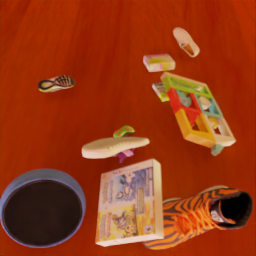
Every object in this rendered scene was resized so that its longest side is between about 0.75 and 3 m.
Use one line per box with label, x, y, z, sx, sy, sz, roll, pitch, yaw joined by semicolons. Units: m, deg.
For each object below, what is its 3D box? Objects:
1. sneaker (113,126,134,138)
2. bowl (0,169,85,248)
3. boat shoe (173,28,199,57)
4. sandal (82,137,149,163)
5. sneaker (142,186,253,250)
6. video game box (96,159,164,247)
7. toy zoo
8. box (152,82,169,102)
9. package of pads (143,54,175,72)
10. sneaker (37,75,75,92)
sneaker;-0.163;0.192;9.031;0.845;0.354;0.324;-21;53;-37
bowl;-2.065;2.014;6.849;2.055;2.055;0.403;-14;20;-10
boat shoe;2.181;-3.277;10.807;1.313;0.465;0.458;48;50;-8
sandal;-0.347;0.645;7.808;1.059;0.640;2.602;6;7;35
sneaker;1.663;2.114;6.769;2.881;1.614;1.118;-24;80;-10
video game box;0.016;1.925;7.251;1.767;0.454;1.939;-23;48;30
toy zoo;2.260;-0.448;8.909;1.953;0.305;2.977;9;49;-30
box;1.277;-1.362;10.141;0.545;0.213;0.895;-15;54;-19
package of pads;1.193;-2.500;10.739;1.047;0.357;0.809;-8;39;-10
sneaker;-2.504;-1.516;9.781;1.263;0.511;0.467;-9;86;-14
